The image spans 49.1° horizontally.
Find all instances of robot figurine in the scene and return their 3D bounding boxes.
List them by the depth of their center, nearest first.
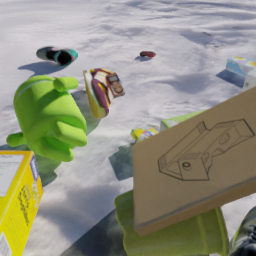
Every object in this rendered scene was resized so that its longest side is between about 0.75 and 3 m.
[{"bbox_3d":[-2.040,-0.316,7.215,1.491,2.262,2.578,22,25,-49],"label":"robot figurine"}]

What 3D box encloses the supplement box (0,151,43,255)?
[{"bbox_3d":[-2.533,1.607,5.006,1.268,1.276,2.329,2,36,1],"label":"supplement box"}]

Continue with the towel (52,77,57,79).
[{"bbox_3d":[-2.836,-1.672,10.672,0.734,0.116,1.019,10,36,15],"label":"towel"}]

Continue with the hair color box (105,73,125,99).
[{"bbox_3d":[-0.420,-1.345,8.862,0.393,0.237,0.773,-19,69,-19],"label":"hair color box"}]

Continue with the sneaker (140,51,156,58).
[{"bbox_3d":[0.932,-3.484,13.078,0.754,0.304,0.281,11,34,16],"label":"sneaker"}]

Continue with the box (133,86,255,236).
[{"bbox_3d":[1.224,0.386,4.396,2.547,0.271,2.082,-27,26,16],"label":"box"}]

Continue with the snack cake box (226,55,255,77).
[{"bbox_3d":[4.849,-2.523,11.573,0.784,0.458,1.363,-20,39,-27],"label":"snack cake box"}]

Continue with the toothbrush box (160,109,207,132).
[{"bbox_3d":[1.834,0.453,6.382,2.161,1.573,0.930,-14,38,-19],"label":"toothbrush box"}]

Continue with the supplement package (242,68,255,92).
[{"bbox_3d":[4.718,-1.624,10.037,0.749,0.755,0.994,28,44,34],"label":"supplement package"}]

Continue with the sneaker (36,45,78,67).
[{"bbox_3d":[-3.159,-3.113,12.202,1.856,0.776,1.121,-1,26,-3],"label":"sneaker"}]

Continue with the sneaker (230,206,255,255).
[{"bbox_3d":[2.094,2.114,4.468,0.962,1.054,2.603,18,39,25],"label":"sneaker"}]

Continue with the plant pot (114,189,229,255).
[{"bbox_3d":[0.640,1.565,4.954,1.584,1.723,1.723,-15,36,-2],"label":"plant pot"}]

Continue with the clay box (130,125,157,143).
[{"bbox_3d":[0.495,0.255,7.469,0.591,0.245,1.028,-13,36,-20],"label":"clay box"}]

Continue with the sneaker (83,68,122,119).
[{"bbox_3d":[-0.761,-1.325,9.368,1.254,1.043,2.784,-11,38,-9],"label":"sneaker"}]
